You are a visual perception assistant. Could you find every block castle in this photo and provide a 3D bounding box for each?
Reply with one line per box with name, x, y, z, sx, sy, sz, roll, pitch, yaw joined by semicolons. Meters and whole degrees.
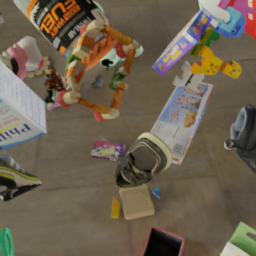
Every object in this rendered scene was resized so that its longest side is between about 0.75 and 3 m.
block castle;-0.804;-1.457;7.349;1.570;1.102;2.350;21;81;-28

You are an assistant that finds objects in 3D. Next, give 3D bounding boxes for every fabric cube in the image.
fabric cube;0.780;2.947;6.517;0.807;0.820;0.823;16;52;14

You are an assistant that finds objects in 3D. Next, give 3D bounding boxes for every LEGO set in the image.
LEGO set;2.234;-1.809;6.612;1.069;2.605;0.994;23;27;-14

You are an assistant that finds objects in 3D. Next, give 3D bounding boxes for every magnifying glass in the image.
magnifying glass;-1.943;2.247;4.605;0.129;0.458;1.152;-11;73;-13

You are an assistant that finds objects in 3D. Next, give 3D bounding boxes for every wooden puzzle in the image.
wooden puzzle;0.219;2.037;7.727;1.404;0.164;0.947;-4;54;-3

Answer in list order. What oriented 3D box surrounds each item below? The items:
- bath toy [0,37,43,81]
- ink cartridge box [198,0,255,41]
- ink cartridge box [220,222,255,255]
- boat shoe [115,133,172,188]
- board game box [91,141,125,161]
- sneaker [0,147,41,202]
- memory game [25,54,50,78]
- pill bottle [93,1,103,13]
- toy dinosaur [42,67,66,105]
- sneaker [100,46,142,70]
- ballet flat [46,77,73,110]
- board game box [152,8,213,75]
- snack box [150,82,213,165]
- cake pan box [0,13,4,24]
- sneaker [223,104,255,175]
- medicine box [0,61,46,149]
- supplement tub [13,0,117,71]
bath toy;-3.308;-1.737;8.162;1.188;1.010;2.732;-28;27;26
ink cartridge box;2.891;-3.790;8.211;0.731;2.349;2.919;-26;50;7
ink cartridge box;2.057;2.204;4.927;0.636;0.210;0.874;30;83;28
boat shoe;0.197;0.732;5.078;0.741;2.023;0.656;42;66;10
board game box;-0.634;0.724;8.837;0.982;0.159;0.589;6;46;5
sneaker;-2.423;0.866;5.576;0.837;2.265;0.917;-25;73;-7
memory game;-4.044;-2.599;11.649;1.596;0.102;1.596;0;49;0
pill bottle;-1.791;-4.149;12.012;1.427;1.427;2.523;-1;58;0
toy dinosaur;-1.986;-1.177;7.889;0.717;1.404;0.953;-8;82;21
sneaker;-0.290;-2.881;11.503;1.809;0.666;1.067;-7;44;7
ballet flat;-2.369;-1.247;10.276;0.603;0.586;1.696;24;51;-5
board game box;1.270;-2.017;6.696;0.336;1.501;1.009;39;60;-7
snack box;1.390;-0.298;7.418;0.980;0.331;2.727;17;54;23
cake pan box;-4.216;-3.925;8.338;0.340;1.198;1.301;-27;71;-16
sneaker;3.332;-0.081;6.131;1.652;1.096;2.903;39;62;20
medicine box;-2.753;-0.331;5.549;1.556;1.709;0.879;-20;58;9
supplement tub;-1.774;-3.231;8.299;2.903;1.779;1.779;47;58;-6
